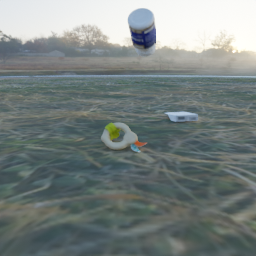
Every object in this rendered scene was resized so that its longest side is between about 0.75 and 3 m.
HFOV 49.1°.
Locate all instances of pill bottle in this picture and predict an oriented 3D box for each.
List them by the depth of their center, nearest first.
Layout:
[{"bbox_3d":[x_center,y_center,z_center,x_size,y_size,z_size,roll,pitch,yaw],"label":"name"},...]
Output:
[{"bbox_3d":[0.513,-3.156,9.405,0.865,0.865,1.495,3,-25,13],"label":"pill bottle"}]

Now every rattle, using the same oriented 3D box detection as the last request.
[{"bbox_3d":[-0.066,0.321,5.821,0.934,0.668,0.608,18,49,10],"label":"rattle"}]

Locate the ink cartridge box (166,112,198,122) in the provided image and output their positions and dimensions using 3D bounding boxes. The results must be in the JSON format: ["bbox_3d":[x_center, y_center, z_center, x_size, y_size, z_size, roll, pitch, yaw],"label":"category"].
[{"bbox_3d":[1.634,-0.353,8.742,0.736,0.258,0.906,-4,5,-16],"label":"ink cartridge box"}]
